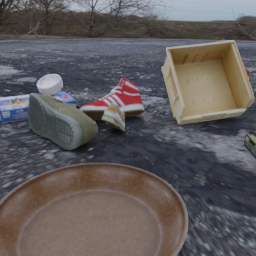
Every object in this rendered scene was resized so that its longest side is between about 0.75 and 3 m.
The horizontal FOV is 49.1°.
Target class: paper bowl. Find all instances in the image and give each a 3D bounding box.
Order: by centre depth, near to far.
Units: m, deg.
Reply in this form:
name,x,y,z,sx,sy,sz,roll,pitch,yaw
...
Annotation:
name,x,y,z,sx,sy,sz,roll,pitch,yaw
paper bowl,-2.828,-1.535,10.236,0.897,0.466,0.897,-6,46,6

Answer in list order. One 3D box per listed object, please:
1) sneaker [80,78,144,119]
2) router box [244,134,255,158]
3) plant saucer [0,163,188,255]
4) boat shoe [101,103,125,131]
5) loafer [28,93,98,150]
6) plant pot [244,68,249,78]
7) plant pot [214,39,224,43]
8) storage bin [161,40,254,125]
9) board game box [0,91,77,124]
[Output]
name,x,y,z,sx,sy,sz,roll,pitch,yaw
sneaker,-0.567,-0.960,9.030,2.102,1.182,0.749,-5,-14,-22
router box,3.375,0.486,6.712,0.785,0.325,1.048,1,21,1
plant saucer,-0.554,1.394,4.156,2.806,0.513,2.806,1,21,0
boat shoe,-0.313,-0.276,7.662,0.552,0.505,1.478,20,-5,7
loafer,-1.890,-0.218,7.765,1.012,1.092,2.904,-8,29,-43
plant pot,3.419,-1.726,10.596,1.629,1.847,1.848,29,34,30
plant pot,3.963,-3.359,14.635,2.225,2.073,2.073,-7,19,15
storage bin,2.387,-1.392,8.710,2.214,2.198,1.037,-8,-19,-8
board game box,-3.246,-0.808,9.867,2.478,0.427,1.677,-11,24,-26
